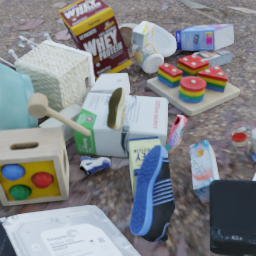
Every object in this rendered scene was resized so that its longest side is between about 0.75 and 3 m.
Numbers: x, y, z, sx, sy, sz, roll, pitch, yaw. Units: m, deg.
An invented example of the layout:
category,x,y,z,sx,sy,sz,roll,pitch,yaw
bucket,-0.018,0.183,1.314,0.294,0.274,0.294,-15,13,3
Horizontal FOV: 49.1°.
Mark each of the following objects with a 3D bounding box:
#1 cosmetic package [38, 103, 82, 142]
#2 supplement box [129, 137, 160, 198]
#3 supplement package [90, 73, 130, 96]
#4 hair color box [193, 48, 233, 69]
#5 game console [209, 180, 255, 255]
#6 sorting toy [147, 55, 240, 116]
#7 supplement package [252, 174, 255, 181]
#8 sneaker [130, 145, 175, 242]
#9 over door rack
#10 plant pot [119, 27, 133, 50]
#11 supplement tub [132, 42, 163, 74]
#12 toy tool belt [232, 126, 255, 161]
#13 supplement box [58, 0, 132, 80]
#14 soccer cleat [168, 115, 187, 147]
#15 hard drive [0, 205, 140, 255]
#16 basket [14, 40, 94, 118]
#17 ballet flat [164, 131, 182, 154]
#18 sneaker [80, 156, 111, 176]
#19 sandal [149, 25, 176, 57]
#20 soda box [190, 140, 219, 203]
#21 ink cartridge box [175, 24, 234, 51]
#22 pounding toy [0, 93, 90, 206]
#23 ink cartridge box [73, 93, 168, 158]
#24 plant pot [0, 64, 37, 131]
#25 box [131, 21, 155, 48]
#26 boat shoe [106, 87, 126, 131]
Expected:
category,x,y,z,sx,sy,sz,roll,pitch,yaw
cosmetic package,-1.813,-0.054,7.908,0.488,0.691,1.334,27,45,26
supplement box,0.419,0.944,6.361,0.708,1.055,1.054,-5,40,-4
supplement package,-0.532,-1.193,8.930,0.929,0.661,1.193,0,34,15
hair color box,3.499,-2.909,11.656,1.509,0.458,0.747,-20,42,-22
game console,2.196,1.609,4.797,1.547,1.361,0.900,-1,52,16
sorting toy,2.288,-1.663,9.805,2.359,0.821,2.344,-23,44,-26
supplement package,3.419,1.402,5.950,1.468,0.814,1.143,24,45,28
sneaker,0.551,1.206,5.243,0.686,0.618,1.761,30,60,-26
over door rack,-4.309,-3.243,11.691,2.901,0.966,2.144,19,42,23
plant pot,-0.146,-3.836,12.335,0.827,0.827,0.885,9,62,11
supplement tub,0.747,-2.827,10.989,0.881,0.881,1.217,-17,55,-20
toy tool belt,3.492,0.499,7.076,1.555,0.956,0.971,-10,31,18
supplement box,-1.235,-3.397,10.541,1.490,2.245,2.214,-30,44,-4
soccer cleat,1.212,0.075,7.222,0.332,0.868,0.290,21,8,-34
hard drive,-0.542,2.163,3.994,1.886,0.511,2.699,7,19,-43
basket,-2.216,-1.421,8.684,1.878,1.862,1.511,22,46,22
ballet flat,1.243,0.417,7.639,0.272,0.268,0.798,18,51,40
sneaker,-0.852,0.987,6.951,0.808,0.326,0.467,2,42,13
sandal,1.426,-3.853,12.599,1.117,0.675,2.745,-22,47,1
soda box,1.792,0.978,6.547,0.479,0.515,1.507,-23,29,22
ink cartridge box,3.186,-3.973,12.319,1.567,0.877,2.297,-27,28,-35
pounding toy,-1.772,0.513,5.788,2.006,2.284,1.045,-4,39,-6
ink cartridge box,-0.116,-0.080,7.705,2.327,0.966,1.705,5,39,7
plant pot,-3.365,-0.550,7.181,1.761,2.628,2.628,-10,39,-27
box,0.525,-3.215,9.570,0.449,0.498,0.885,24,49,17
boat shoe,-0.253,-0.447,6.859,0.419,0.376,1.132,-5,64,37
